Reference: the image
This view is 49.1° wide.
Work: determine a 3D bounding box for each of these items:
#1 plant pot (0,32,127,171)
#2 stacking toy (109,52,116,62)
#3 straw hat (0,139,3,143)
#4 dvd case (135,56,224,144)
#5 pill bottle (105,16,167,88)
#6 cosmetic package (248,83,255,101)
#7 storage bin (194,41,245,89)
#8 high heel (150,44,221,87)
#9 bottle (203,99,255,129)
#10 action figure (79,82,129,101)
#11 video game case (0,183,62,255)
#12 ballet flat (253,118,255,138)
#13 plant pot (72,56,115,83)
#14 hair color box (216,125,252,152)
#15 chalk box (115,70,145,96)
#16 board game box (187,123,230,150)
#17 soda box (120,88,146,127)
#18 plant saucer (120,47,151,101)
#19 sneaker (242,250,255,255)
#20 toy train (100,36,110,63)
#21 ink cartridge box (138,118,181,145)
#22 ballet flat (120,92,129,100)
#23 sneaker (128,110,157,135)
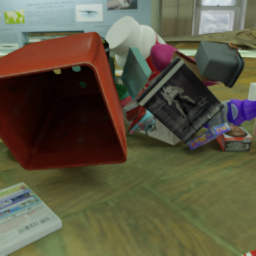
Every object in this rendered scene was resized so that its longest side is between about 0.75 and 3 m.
[{"bbox_3d":[-1.449,-0.793,6.544,2.627,2.630,2.317,-6,42,12],"label":"plant pot"},{"bbox_3d":[-0.133,-2.908,10.587,1.537,1.537,2.103,11,11,27],"label":"stacking toy"},{"bbox_3d":[-3.392,0.077,8.512,2.762,2.762,1.169,8,62,21],"label":"straw hat"},{"bbox_3d":[1.567,-0.728,8.248,2.261,1.681,0.181,38,13,-27],"label":"dvd case"},{"bbox_3d":[0.613,-2.391,9.572,2.849,1.599,1.599,31,-4,-40],"label":"pill bottle"},{"bbox_3d":[5.943,-1.061,11.584,1.319,1.320,1.600,-2,20,-5],"label":"cosmetic package"},{"bbox_3d":[2.443,-1.871,7.682,0.925,1.003,1.378,10,42,-11],"label":"storage bin"},{"bbox_3d":[1.726,-1.784,8.192,1.211,0.850,2.524,18,-4,43],"label":"high heel"},{"bbox_3d":[3.244,-0.465,8.741,1.962,0.819,0.640,-9,-5,42],"label":"bottle"},{"bbox_3d":[-0.934,-1.226,8.032,1.693,1.000,0.463,14,58,-20],"label":"action figure"},{"bbox_3d":[-2.600,1.827,5.341,2.011,0.222,1.830,-18,27,-38],"label":"video game case"},{"bbox_3d":[4.758,-1.036,8.769,1.002,2.979,1.014,38,11,-6],"label":"ballet flat"},{"bbox_3d":[-1.456,-1.913,10.968,1.577,2.232,1.576,8,-31,-36],"label":"plant pot"},{"bbox_3d":[3.382,0.218,9.258,0.843,0.509,1.661,-1,21,4],"label":"hair color box"},{"bbox_3d":[-0.260,-2.008,13.912,2.417,1.504,1.496,6,21,11],"label":"chalk box"},{"bbox_3d":[2.425,0.260,8.467,0.740,0.246,1.100,-15,-17,-39],"label":"board game box"},{"bbox_3d":[0.749,-0.886,9.226,2.073,0.726,0.657,-27,45,-11],"label":"soda box"},{"bbox_3d":[0.174,-1.400,7.661,0.232,0.854,2.442,-28,-4,-10],"label":"plant saucer"},{"bbox_3d":[1.982,2.357,3.286,1.341,0.910,2.322,-12,10,-8],"label":"sneaker"},{"bbox_3d":[-0.883,-1.441,8.662,0.482,2.825,0.647,-26,55,-31],"label":"toy train"},{"bbox_3d":[1.271,-0.347,10.022,1.563,0.882,2.129,-26,32,-34],"label":"ink cartridge box"},{"bbox_3d":[-0.612,-0.761,10.137,0.872,0.834,2.476,-16,-15,-33],"label":"ballet flat"},{"bbox_3d":[0.295,-0.021,5.829,0.409,0.855,0.339,31,58,-10],"label":"sneaker"}]
